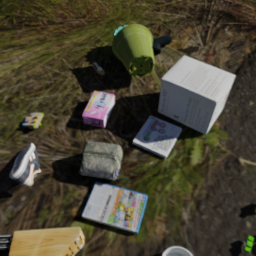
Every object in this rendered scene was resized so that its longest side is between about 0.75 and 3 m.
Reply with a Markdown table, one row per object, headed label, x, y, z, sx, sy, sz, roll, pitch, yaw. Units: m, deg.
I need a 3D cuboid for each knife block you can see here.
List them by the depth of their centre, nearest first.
| label | x | y | z | sx | sy | sz | roll | pitch | yaw |
| --- | --- | --- | --- | --- | --- | --- | --- | --- | --- |
| knife block | -3.168 | 3.758 | 9.004 | 2.438 | 0.889 | 2.778 | 33 | 58 | 27 |

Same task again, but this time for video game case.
| label | x | y | z | sx | sy | sz | roll | pitch | yaw |
| --- | --- | --- | --- | --- | --- | --- | --- | --- | --- |
| video game case | -0.461 | 2.857 | 10.200 | 2.054 | 0.183 | 1.470 | 12 | 49 | 11 |
| video game case | 1.294 | 0.349 | 12.285 | 1.588 | 0.207 | 1.745 | 23 | 54 | 18 |

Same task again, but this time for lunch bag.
| label | x | y | z | sx | sy | sz | roll | pitch | yaw |
| --- | --- | --- | --- | --- | --- | --- | --- | --- | --- |
| lunch bag | -1.040 | 1.329 | 10.976 | 1.571 | 1.095 | 1.318 | 7 | 68 | 7 |

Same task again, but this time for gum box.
| label | x | y | z | sx | sy | sz | roll | pitch | yaw |
| --- | --- | --- | --- | --- | --- | --- | --- | --- | --- |
| gum box | -1.361 | -0.848 | 13.014 | 1.006 | 0.586 | 1.773 | 11 | 51 | 8 |

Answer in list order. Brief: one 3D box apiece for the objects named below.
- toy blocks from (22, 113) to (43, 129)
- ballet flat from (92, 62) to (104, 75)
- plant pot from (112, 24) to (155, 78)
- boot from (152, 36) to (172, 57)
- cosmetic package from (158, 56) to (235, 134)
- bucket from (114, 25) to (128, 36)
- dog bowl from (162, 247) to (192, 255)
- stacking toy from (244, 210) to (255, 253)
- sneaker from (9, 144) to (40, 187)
| label | x | y | z | sx | sy | sz | roll | pitch | yaw |
| --- | --- | --- | --- | --- | --- | --- | --- | --- | --- |
| toy blocks | -4.361 | -0.323 | 12.731 | 0.681 | 0.498 | 0.996 | -1 | 48 | 14 |
| ballet flat | -1.651 | -3.235 | 15.153 | 0.364 | 0.334 | 1.060 | -32 | 58 | -23 |
| plant pot | 0.429 | -3.726 | 14.258 | 2.233 | 2.233 | 2.121 | -9 | 48 | -7 |
| boot | 1.814 | -4.694 | 16.156 | 1.583 | 0.604 | 1.330 | -6 | 47 | 4 |
| cosmetic package | 2.980 | -1.491 | 12.557 | 2.513 | 2.103 | 2.090 | 27 | 55 | 21 |
| bucket | 0.147 | -4.824 | 15.822 | 1.898 | 1.235 | 1.898 | -2 | 47 | 2 |
| dog bowl | 1.545 | 4.385 | 8.810 | 1.139 | 0.449 | 1.139 | 0 | 50 | 0 |
| stacking toy | 4.954 | 3.626 | 9.470 | 1.555 | 0.484 | 2.062 | 23 | 56 | 20 |
| sneaker | -3.931 | 1.478 | 10.953 | 0.851 | 0.861 | 2.169 | -34 | 25 | 14 |
